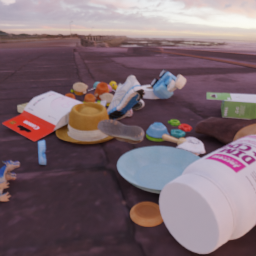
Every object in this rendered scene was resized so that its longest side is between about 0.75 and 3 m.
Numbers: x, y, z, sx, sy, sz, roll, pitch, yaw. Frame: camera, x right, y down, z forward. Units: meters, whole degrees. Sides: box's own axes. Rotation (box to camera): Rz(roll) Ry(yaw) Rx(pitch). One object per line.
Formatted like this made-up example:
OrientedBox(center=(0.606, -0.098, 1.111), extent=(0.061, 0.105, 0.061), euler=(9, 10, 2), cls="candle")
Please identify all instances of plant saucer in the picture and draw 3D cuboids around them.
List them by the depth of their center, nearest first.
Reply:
OrientedBox(center=(0.431, 1.880, 6.225), extent=(0.777, 0.145, 0.777), euler=(0, 21, 0), cls="plant saucer")
OrientedBox(center=(0.909, 1.192, 7.590), extent=(2.425, 0.467, 2.425), euler=(0, 22, 0), cls="plant saucer")

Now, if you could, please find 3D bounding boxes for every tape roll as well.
OrientedBox(center=(1.374, -2.071, 16.138), extent=(1.425, 0.498, 1.425), euler=(0, 20, 0), cls="tape roll")

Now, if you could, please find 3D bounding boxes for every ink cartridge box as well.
OrientedBox(center=(-3.372, -0.593, 11.289), extent=(2.108, 0.740, 2.594), euler=(22, 32, 30), cls="ink cartridge box")
OrientedBox(center=(5.017, -1.020, 12.886), extent=(2.805, 0.832, 1.456), euler=(6, 21, 14), cls="ink cartridge box")

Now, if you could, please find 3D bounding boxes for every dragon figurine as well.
OrientedBox(center=(-3.580, 1.421, 6.721), extent=(2.208, 0.650, 1.098), euler=(-17, 27, -39), cls="dragon figurine")

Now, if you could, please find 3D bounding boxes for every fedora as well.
OrientedBox(center=(-1.497, -0.304, 10.644), extent=(2.703, 1.102, 2.703), euler=(0, 20, 0), cls="fedora")

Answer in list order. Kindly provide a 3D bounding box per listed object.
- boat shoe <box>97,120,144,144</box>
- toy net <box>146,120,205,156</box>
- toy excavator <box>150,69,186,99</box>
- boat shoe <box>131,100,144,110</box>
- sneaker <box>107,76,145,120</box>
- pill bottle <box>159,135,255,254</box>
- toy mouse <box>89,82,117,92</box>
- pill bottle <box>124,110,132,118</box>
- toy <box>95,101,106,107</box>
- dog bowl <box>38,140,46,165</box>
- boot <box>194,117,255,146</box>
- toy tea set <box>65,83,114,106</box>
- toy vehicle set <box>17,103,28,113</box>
OrientedBox(center=(-0.245, 0.177, 8.799), extent=(1.517, 0.545, 0.574), euler=(17, 61, 14), cls="boat shoe")
OrientedBox(center=(1.793, 0.418, 9.634), extent=(1.476, 0.543, 2.813), euler=(-6, 23, -23), cls="toy net")
OrientedBox(center=(2.094, -2.100, 14.187), extent=(1.118, 2.177, 2.239), euler=(34, 36, -15), cls="toy excavator")
OrientedBox(center=(-0.013, -1.080, 13.560), extent=(1.543, 0.546, 0.491), euler=(-1, 19, 19), cls="boat shoe")
OrientedBox(center=(-0.236, -1.158, 11.049), extent=(0.866, 2.311, 1.002), euler=(2, 57, -41), cls="sneaker")
OrientedBox(center=(2.100, 1.252, 5.797), extent=(2.849, 1.615, 1.615), euler=(-18, 27, -38), cls="pill bottle")
OrientedBox(center=(-1.581, -2.585, 17.585), extent=(2.001, 0.436, 2.252), euler=(-7, 22, -17), cls="toy mouse")
OrientedBox(center=(-0.248, -0.667, 12.511), extent=(0.776, 0.450, 0.450), euler=(-12, 24, -29), cls="pill bottle")
OrientedBox(center=(-1.388, -0.707, 12.604), extent=(0.744, 0.305, 1.293), euler=(-8, 44, 16), cls="toy")
OrientedBox(center=(-2.577, 0.746, 8.367), extent=(0.187, 0.756, 0.422), euler=(-3, 8, -21), cls="dog bowl")
OrientedBox(center=(4.163, -0.127, 10.207), extent=(2.921, 1.057, 2.430), euler=(-23, 32, -39), cls="boot")
OrientedBox(center=(-2.073, -1.534, 14.605), extent=(2.721, 1.007, 1.618), euler=(-2, 50, -13), cls="toy tea set")
OrientedBox(center=(-3.893, -0.868, 13.223), extent=(2.356, 0.312, 1.464), euler=(14, 25, 33), cls="toy vehicle set")
